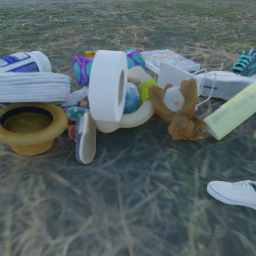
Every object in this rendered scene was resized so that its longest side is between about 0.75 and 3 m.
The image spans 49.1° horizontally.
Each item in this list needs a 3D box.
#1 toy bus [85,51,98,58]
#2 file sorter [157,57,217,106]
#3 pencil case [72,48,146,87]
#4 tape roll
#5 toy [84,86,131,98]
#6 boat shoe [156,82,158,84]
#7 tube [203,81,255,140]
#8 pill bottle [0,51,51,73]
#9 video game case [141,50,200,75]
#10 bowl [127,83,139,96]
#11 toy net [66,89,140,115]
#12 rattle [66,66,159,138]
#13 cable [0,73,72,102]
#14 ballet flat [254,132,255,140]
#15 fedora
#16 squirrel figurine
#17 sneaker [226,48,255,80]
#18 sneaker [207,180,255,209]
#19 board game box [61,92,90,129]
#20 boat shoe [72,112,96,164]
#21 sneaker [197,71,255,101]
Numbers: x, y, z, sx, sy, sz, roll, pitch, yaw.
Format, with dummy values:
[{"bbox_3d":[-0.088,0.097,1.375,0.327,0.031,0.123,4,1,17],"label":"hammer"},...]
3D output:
[{"bbox_3d":[-1.545,-3.650,14.076,1.163,0.379,0.455,-4,30,-6],"label":"toy bus"},{"bbox_3d":[1.972,-1.602,9.579,1.032,1.150,1.657,-27,47,-33],"label":"file sorter"},{"bbox_3d":[-0.583,-1.917,8.731,2.169,1.002,0.923,-18,53,-25],"label":"pencil case"},{"bbox_3d":[-0.451,-1.012,6.931,0.610,1.744,1.744,6,31,6],"label":"tape roll"},{"bbox_3d":[-0.707,-1.434,9.454,1.470,0.603,2.553,-14,47,-14],"label":"toy"},{"bbox_3d":[1.024,-1.561,10.576,0.913,0.346,0.328,-2,32,-1],"label":"boat shoe"},{"bbox_3d":[3.275,-0.735,7.463,2.681,0.696,0.778,-39,64,5],"label":"tube"},{"bbox_3d":[-4.047,-1.982,10.250,1.380,1.380,2.384,15,33,24],"label":"pill bottle"},{"bbox_3d":[1.753,-3.199,13.422,2.067,0.260,2.887,-12,33,-19],"label":"video game case"},{"bbox_3d":[-0.112,-1.455,10.242,1.039,0.487,1.039,1,31,-1],"label":"bowl"},{"bbox_3d":[-0.865,-0.602,8.733,2.443,0.472,1.281,5,68,23],"label":"toy net"},{"bbox_3d":[-0.292,-0.439,8.389,2.725,1.774,1.946,-40,-6,3],"label":"rattle"},{"bbox_3d":[-2.918,-1.173,8.279,2.387,0.826,2.387,-1,8,-5],"label":"cable"},{"bbox_3d":[3.728,0.351,7.323,0.362,0.362,1.024,-12,33,-20],"label":"ballet flat"},{"bbox_3d":[-2.554,0.088,7.247,2.108,0.860,2.108,1,32,-1],"label":"fedora"},{"bbox_3d":[1.426,-0.425,7.673,1.218,1.722,1.607,-15,-7,14],"label":"squirrel figurine"},{"bbox_3d":[4.602,-2.449,11.058,2.949,1.345,1.144,-24,34,-34],"label":"sneaker"},{"bbox_3d":[2.331,1.260,5.610,1.416,0.501,0.517,11,32,19],"label":"sneaker"},{"bbox_3d":[-1.442,-0.513,8.138,0.990,0.990,0.305,-8,31,-15],"label":"board game box"},{"bbox_3d":[-1.165,0.269,7.181,0.512,0.569,1.581,-19,48,19],"label":"boat shoe"},{"bbox_3d":[3.695,-1.454,9.606,2.963,1.082,1.049,25,47,38],"label":"sneaker"}]
